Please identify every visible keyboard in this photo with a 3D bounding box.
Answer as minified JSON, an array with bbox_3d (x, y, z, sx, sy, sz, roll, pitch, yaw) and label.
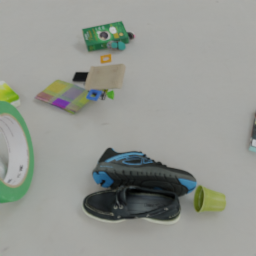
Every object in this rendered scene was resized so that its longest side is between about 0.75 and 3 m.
[{"bbox_3d":[-1.492,-2.166,12.622,2.032,0.209,1.291,1,38,2],"label":"keyboard"}]

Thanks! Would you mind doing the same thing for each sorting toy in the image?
[{"bbox_3d":[-0.860,-1.928,10.916,1.440,0.348,2.558,0,53,12],"label":"sorting toy"}]

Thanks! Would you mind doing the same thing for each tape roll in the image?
[{"bbox_3d":[-3.431,0.651,7.549,0.651,2.708,2.708,-10,42,5],"label":"tape roll"}]

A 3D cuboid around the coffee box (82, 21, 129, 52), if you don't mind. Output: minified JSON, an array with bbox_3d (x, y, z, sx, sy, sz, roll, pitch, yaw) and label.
[{"bbox_3d":[-1.234,-4.931,15.070,2.312,0.508,1.422,-15,60,-8],"label":"coffee box"}]

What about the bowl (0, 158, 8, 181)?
[{"bbox_3d":[-4.447,1.283,8.571,1.279,0.478,1.278,-28,50,-30],"label":"bowl"}]

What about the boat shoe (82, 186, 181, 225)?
[{"bbox_3d":[0.071,1.967,7.467,2.701,0.896,1.010,7,44,9],"label":"boat shoe"}]

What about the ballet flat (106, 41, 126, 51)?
[{"bbox_3d":[-0.664,-4.263,14.508,0.506,0.506,1.407,25,21,25],"label":"ballet flat"}]

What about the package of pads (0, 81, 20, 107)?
[{"bbox_3d":[-5.438,-1.076,11.078,1.840,0.628,1.422,-30,51,-30],"label":"package of pads"}]

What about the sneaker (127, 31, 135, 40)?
[{"bbox_3d":[-0.234,-5.162,15.757,1.301,0.480,0.569,21,46,28],"label":"sneaker"}]

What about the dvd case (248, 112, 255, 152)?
[{"bbox_3d":[5.318,0.191,9.945,1.730,0.261,2.369,17,44,18],"label":"dvd case"}]

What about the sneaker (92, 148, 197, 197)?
[{"bbox_3d":[0.504,1.186,8.202,2.994,1.096,1.226,9,43,10],"label":"sneaker"}]

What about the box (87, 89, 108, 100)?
[{"bbox_3d":[-1.192,-1.603,11.326,0.862,0.690,0.191,34,21,29],"label":"box"}]

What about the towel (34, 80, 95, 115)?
[{"bbox_3d":[-2.614,-1.332,11.655,2.200,0.250,1.580,20,45,20],"label":"towel"}]

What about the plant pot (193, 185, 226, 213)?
[{"bbox_3d":[2.258,1.988,7.666,0.694,0.755,0.755,10,42,-5],"label":"plant pot"}]
